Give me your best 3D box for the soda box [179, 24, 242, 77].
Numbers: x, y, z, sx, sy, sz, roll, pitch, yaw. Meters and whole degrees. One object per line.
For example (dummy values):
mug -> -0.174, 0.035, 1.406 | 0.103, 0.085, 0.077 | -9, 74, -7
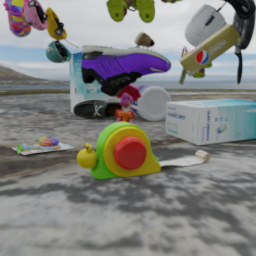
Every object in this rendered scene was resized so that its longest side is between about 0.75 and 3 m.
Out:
soda box -> 2.251, -2.153, 7.799 | 1.661, 0.532, 0.563 | -35, 13, 18

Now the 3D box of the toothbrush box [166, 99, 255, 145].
toothbrush box -> 2.496, -0.253, 7.989 | 2.361, 1.007, 1.729 | -4, 11, -22

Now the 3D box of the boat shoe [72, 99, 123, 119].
boat shoe -> -1.122, -0.764, 11.418 | 2.297, 0.825, 0.777 | 1, 5, -5

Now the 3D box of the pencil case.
pencil case -> -4.223, -4.300, 10.773 | 0.990, 0.990, 2.240 | -3, -5, -17

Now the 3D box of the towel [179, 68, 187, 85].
towel -> 2.645, -2.710, 12.947 | 0.261, 1.062, 1.432 | 20, -18, 9

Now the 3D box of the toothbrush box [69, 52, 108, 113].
toothbrush box -> -1.831, -2.007, 12.853 | 1.186, 2.781, 2.036 | -7, 13, -29

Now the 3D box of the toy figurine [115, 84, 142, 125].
toy figurine -> -0.090, -0.447, 7.654 | 1.245, 1.526, 1.658 | 1, 11, 6

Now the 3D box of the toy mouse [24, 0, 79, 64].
toy mouse -> -2.614, -2.989, 9.011 | 0.569, 2.939, 2.612 | -20, 44, 13

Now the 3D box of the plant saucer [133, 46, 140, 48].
plant saucer -> -0.189, -2.123, 9.632 | 1.814, 0.349, 1.814 | -39, 3, 2

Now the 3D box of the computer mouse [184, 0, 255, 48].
computer mouse -> 2.586, -3.344, 9.026 | 1.616, 0.647, 2.948 | 39, -19, 0

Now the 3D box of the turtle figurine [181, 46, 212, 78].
turtle figurine -> 2.926, -2.979, 11.273 | 0.794, 1.987, 2.464 | 19, -30, -20

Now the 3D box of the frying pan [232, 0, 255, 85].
frying pan -> 3.716, -2.974, 9.392 | 0.436, 2.680, 1.621 | 1, 49, 4

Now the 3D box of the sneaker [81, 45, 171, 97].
sneaker -> -0.128, -1.276, 6.669 | 2.316, 1.152, 0.805 | 11, 1, 24

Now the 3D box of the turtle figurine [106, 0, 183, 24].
turtle figurine -> 0.127, -2.699, 5.714 | 2.211, 0.712, 1.783 | 18, 44, 1

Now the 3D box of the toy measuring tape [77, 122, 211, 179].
toy measuring tape -> 0.378, 0.322, 5.082 | 2.640, 0.971, 0.971 | -4, 11, -23

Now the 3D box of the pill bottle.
pill bottle -> 0.745, -1.084, 11.740 | 1.362, 1.362, 2.353 | -3, 11, -15

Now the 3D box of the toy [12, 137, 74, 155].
toy -> -1.971, 0.376, 6.543 | 1.228, 0.290, 0.707 | -9, 14, -41

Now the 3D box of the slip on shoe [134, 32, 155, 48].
slip on shoe -> 0.450, -2.275, 7.371 | 0.292, 0.366, 0.964 | 34, 17, 12
